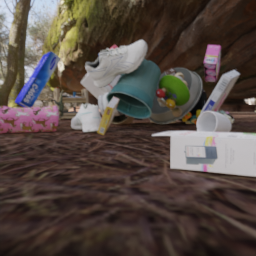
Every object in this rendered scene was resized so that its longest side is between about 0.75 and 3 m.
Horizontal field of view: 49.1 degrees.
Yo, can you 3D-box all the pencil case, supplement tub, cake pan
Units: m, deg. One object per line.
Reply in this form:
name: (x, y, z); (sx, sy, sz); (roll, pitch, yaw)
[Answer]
pencil case: (-3.184, -0.278, 8.513); (2.063, 0.854, 0.892); (-3, 4, -26)
supplement tub: (-0.349, -0.971, 10.846); (1.410, 0.989, 0.989); (-11, 2, 13)
cake pan: (1.822, -1.497, 12.282); (2.852, 2.852, 0.523); (5, -27, 47)

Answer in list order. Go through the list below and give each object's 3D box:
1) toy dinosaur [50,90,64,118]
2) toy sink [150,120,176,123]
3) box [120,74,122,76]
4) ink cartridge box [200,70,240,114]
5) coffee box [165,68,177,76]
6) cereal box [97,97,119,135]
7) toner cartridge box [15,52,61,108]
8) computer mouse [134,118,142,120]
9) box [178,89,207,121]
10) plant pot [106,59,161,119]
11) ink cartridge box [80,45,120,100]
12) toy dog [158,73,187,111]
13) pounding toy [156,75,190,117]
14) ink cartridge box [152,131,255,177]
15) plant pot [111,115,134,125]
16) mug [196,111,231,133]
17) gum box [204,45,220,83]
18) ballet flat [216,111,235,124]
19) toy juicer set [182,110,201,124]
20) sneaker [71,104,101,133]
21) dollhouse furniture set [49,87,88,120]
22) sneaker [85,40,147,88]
toy dinosaur: (-2.401, -0.783, 9.523); (0.451, 1.024, 0.243); (-5, -15, 7)
toy sink: (1.591, -0.749, 13.915); (0.966, 1.482, 0.830); (-3, -24, -40)
box: (-0.148, -2.435, 11.589); (1.589, 0.327, 1.239); (27, -10, -13)
ink cartridge box: (2.910, -1.079, 8.661); (0.303, 1.376, 1.401); (37, 35, 22)
coffee box: (1.793, -1.869, 11.052); (0.344, 0.862, 0.487); (-25, 33, 2)
cereal box: (-0.480, -0.317, 6.959); (0.198, 0.720, 1.001); (21, 19, -1)
toner cartridge box: (-3.366, -1.758, 10.411); (0.467, 2.163, 1.028); (34, -13, -31)
computer mouse: (-0.048, -0.546, 16.578); (1.799, 0.306, 0.527); (6, 14, -4)
box: (3.187, -1.048, 13.828); (1.243, 1.485, 1.999); (1, 0, 20)
plant pot: (0.294, -1.377, 9.358); (1.595, 1.562, 1.595); (20, -19, 7)
ink cartridge box: (-0.827, -2.524, 13.746); (1.080, 1.912, 2.610); (-30, 21, 49)
toy dog: (1.548, -1.436, 10.430); (0.701, 1.455, 0.960); (23, 12, -28)
pounding toy: (1.356, -0.982, 9.486); (1.199, 1.553, 0.721); (36, 62, 20)
ink cartridge box: (1.007, 0.285, 3.554); (1.282, 0.432, 0.751); (2, 5, 28)
plant pot: (-0.248, -0.728, 12.612); (1.414, 1.414, 1.227); (2, -11, 22)
mug: (2.154, -0.026, 7.141); (0.750, 0.632, 0.856); (8, -26, -35)
gum box: (2.876, -2.149, 9.576); (0.413, 0.709, 1.250); (10, -17, 21)
ballet flat: (4.233, -0.391, 12.269); (0.683, 0.664, 1.920); (26, 18, 33)
toy juicer set: (2.895, -0.313, 12.568); (0.902, 0.386, 1.418); (-8, -22, 11)
sneaker: (-1.339, -0.344, 9.249); (0.786, 0.896, 2.235); (-4, 4, -26)
dollhouse furniture set: (-3.954, -1.555, 18.279); (1.971, 1.960, 2.797); (-2, 5, -25)
sneaker: (-0.375, -2.046, 8.539); (2.102, 0.783, 0.915); (-30, -48, 17)
